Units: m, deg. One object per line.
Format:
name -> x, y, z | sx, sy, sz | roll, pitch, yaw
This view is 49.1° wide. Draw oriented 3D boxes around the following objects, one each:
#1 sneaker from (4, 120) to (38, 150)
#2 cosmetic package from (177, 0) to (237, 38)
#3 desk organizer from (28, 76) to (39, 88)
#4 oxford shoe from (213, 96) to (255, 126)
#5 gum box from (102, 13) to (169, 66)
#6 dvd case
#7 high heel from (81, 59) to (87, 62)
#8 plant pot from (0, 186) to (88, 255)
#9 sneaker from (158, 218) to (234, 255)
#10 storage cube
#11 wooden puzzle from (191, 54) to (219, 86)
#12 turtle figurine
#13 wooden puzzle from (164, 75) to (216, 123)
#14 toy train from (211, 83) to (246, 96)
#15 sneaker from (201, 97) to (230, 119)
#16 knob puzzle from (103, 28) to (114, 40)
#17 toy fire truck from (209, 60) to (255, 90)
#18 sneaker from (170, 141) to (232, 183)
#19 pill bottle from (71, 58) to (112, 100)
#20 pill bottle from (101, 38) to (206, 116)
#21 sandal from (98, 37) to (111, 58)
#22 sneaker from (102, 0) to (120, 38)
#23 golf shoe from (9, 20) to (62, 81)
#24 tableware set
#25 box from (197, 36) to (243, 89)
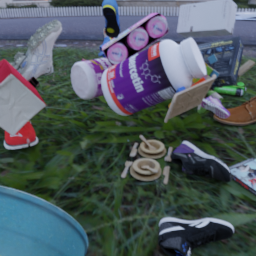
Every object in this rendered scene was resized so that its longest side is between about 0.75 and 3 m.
sneaker -> -3.953, -0.190, 9.898 | 1.103, 1.216, 2.865 | -13, 31, -23
cosmetic package -> 2.481, -3.442, 8.922 | 1.682, 0.949, 0.683 | 9, 4, 41
desk organizer -> -3.194, -1.286, 8.940 | 0.361, 0.337, 0.939 | -32, 24, 19
oxford shoe -> 4.829, -0.761, 11.208 | 2.970, 1.058, 1.059 | -7, 30, -10
gum box -> 0.222, -2.784, 8.795 | 2.096, 0.693, 1.190 | -32, 20, 7
dvd case -> 3.779, 1.488, 7.838 | 1.265, 0.191, 1.734 | -14, 30, -25
high heel -> -1.587, -3.371, 16.062 | 2.261, 1.085, 0.761 | 6, 28, 11
plant pot -> -2.060, 2.545, 3.483 | 2.759, 2.759, 2.592 | 1, 43, 2
sneaker -> 1.406, 2.389, 5.821 | 1.575, 0.576, 0.881 | -2, 30, 13
storage cube -> -3.411, -0.874, 7.936 | 1.322, 1.546, 1.390 | -43, 41, -4
wooden puzzle -> 1.930, -1.462, 8.225 | 1.029, 1.735, 0.122 | 42, 34, 13
turtle figurine -> 2.827, -1.589, 12.833 | 1.894, 2.632, 2.552 | 12, 36, -50
wooden puzzle -> 1.216, -0.627, 5.778 | 1.083, 1.003, 0.251 | -29, 70, -16
toy train -> 4.457, -2.050, 14.174 | 2.815, 0.587, 0.794 | 11, 40, 20
sneaker -> 2.435, -0.599, 7.672 | 0.389, 0.354, 0.880 | -37, 53, -19
knob puzzle -> -0.778, -3.560, 12.067 | 0.266, 1.915, 1.915 | -20, 32, -14
toy fire truck -> 3.815, -2.418, 11.115 | 1.843, 1.186, 1.623 | -1, 50, -21
sneaker -> 2.048, 1.166, 8.143 | 0.839, 0.726, 1.917 | -37, 41, -20
pill bottle -> -0.760, -1.874, 10.105 | 2.326, 1.306, 1.306 | -21, 34, -36
pill bottle -> 0.539, -1.125, 6.151 | 2.125, 1.195, 1.195 | -21, 18, 27
sandal -> -0.938, -3.212, 11.291 | 0.476, 1.092, 0.434 | 13, -21, -28
sneaker -> -0.443, -3.140, 7.962 | 0.470, 1.425, 0.559 | 7, 71, 5
golf shoe -> -3.031, -2.575, 9.911 | 1.263, 2.597, 1.017 | 36, 17, -37
tableware set -> 0.647, 0.885, 8.726 | 1.366, 0.414, 2.066 | 6, 28, 11
box -> 2.670, -2.160, 9.687 | 2.239, 0.571, 1.765 | -2, 56, 38
